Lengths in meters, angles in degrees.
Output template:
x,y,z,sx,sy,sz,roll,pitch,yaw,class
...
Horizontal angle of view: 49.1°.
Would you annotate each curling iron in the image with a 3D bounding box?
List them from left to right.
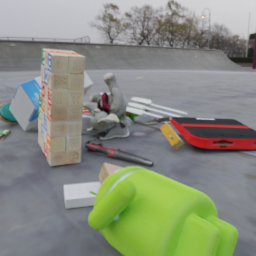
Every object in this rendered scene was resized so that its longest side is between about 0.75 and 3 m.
x,y,z,sx,sy,sz,roll,pitch,yaw,class
-0.327,0.718,8.349,2.505,0.320,0.621,12,18,37,curling iron

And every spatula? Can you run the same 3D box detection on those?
x,y,z,sx,sy,sz,roll,pitch,yaw,class
1.234,-0.784,12.302,2.711,0.218,1.885,15,22,14,spatula

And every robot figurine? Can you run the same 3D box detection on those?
x,y,z,sx,sy,sz,roll,pitch,yaw,class
0.371,1.352,4.133,1.960,1.292,2.234,17,0,-42,robot figurine

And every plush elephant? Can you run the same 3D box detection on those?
x,y,z,sx,sy,sz,roll,pitch,yaw,class
-0.916,-0.591,10.153,1.611,2.081,1.714,-36,1,-44,plush elephant

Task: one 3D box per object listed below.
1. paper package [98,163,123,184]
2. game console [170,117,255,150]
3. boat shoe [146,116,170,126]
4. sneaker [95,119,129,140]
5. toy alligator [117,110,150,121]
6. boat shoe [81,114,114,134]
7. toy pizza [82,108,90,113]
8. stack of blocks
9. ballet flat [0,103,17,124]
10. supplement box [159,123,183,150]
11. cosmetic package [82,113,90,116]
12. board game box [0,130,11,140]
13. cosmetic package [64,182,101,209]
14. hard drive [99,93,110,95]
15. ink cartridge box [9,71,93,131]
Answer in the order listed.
x,y,z,sx,sy,sz,roll,pitch,yaw,class
-0.181,1.165,6.090,0.781,0.424,0.820,18,8,-18,paper package
3.089,0.141,9.762,2.748,0.427,2.430,2,17,-12,game console
1.178,-0.295,11.174,1.091,0.311,0.365,-4,-13,-23,boat shoe
-0.575,-0.002,10.150,1.255,0.725,0.471,-7,24,-20,sneaker
0.003,-0.521,12.449,2.215,0.601,0.657,-3,-17,-11,toy alligator
-1.458,-0.199,11.015,1.990,0.717,0.706,1,22,-38,boat shoe
-2.502,-0.759,13.369,2.422,0.384,2.422,1,15,0,toy pizza
-1.952,-0.650,7.930,0.869,2.968,1.709,-4,22,-27,stack of blocks
-5.108,-0.645,12.424,0.862,0.939,2.736,-19,6,13,ballet flat
1.383,0.253,8.979,0.326,0.337,0.978,-40,37,9,supplement box
-2.047,-0.233,11.416,0.660,0.557,1.277,10,18,38,cosmetic package
-4.788,0.265,10.448,0.527,0.118,1.006,-4,15,-6,board game box
-0.905,1.409,5.949,0.878,0.227,0.662,-3,17,-15,cosmetic package
-0.909,-0.947,12.555,0.901,1.365,0.182,-3,38,-17,hard drive
-3.046,-1.253,11.218,2.774,1.161,2.012,-33,-4,-40,ink cartridge box
